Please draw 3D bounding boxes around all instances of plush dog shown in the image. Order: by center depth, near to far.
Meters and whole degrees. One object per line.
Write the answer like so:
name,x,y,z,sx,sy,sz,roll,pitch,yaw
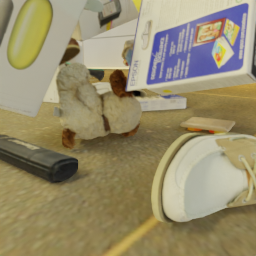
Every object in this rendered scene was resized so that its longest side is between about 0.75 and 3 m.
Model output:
plush dog,-0.634,-0.384,6.969,1.938,2.256,1.810,-9,48,4

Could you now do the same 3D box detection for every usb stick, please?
usb stick,-2.071,0.541,5.658,2.625,0.428,0.728,11,19,37

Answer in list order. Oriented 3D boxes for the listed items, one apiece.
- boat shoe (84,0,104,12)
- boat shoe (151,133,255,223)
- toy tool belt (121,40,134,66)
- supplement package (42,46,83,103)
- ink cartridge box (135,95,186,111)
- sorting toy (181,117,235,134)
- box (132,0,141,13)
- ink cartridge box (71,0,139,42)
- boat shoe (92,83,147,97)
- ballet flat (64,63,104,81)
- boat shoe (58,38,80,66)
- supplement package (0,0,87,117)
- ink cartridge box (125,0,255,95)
boat shoe,-1.110,-3.383,7.598,0.933,0.330,0.423,11,27,-6
boat shoe,1.499,0.590,4.145,1.017,1.111,2.972,5,14,40
toy tool belt,0.157,-2.999,11.822,0.817,1.309,0.804,-20,57,-25
supplement package,-3.268,-2.627,13.402,1.423,2.566,1.999,7,16,23
ink cartridge box,1.227,-1.056,11.602,2.109,0.466,0.992,-5,16,-17
sorting toy,2.416,-0.073,8.414,1.329,0.262,1.436,8,12,28
box,0.365,-3.811,7.963,0.541,1.438,0.360,-27,2,-29
ink cartridge box,-1.205,-4.139,9.652,2.774,1.187,2.047,-35,46,-29
boat shoe,-0.507,-1.388,12.019,2.821,1.015,0.927,1,8,-30
ballet flat,-1.219,-1.503,7.682,1.143,0.418,0.418,12,16,3
boat shoe,-2.927,-2.456,9.030,2.898,0.979,1.043,-11,-5,20
supplement package,-2.591,-2.174,5.233,2.713,2.837,2.086,15,32,-30
ink cartridge box,1.143,-1.782,5.039,2.372,2.344,0.557,-2,-16,45
